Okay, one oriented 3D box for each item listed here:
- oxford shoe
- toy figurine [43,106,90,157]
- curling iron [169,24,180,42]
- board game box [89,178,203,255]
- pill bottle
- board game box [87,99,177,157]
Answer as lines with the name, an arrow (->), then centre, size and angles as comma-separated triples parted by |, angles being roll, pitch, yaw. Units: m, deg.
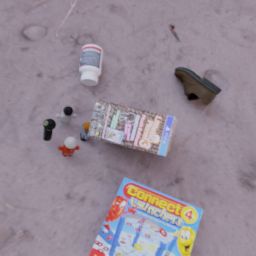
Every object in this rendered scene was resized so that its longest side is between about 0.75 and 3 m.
oxford shoe -> 2.400, -1.637, 10.786 | 1.008, 0.868, 2.388 | -56, 39, 15
toy figurine -> -2.068, 0.081, 9.617 | 1.481, 1.031, 1.458 | 40, 53, 6
curling iron -> 2.180, -4.424, 12.980 | 0.281, 0.145, 1.135 | -14, 61, -8
board game box -> 0.548, 3.173, 8.250 | 2.624, 0.733, 2.569 | 20, 62, 11
pill bottle -> -1.517, -2.518, 11.379 | 0.892, 0.892, 1.492 | 3, 73, 2
board game box -> 0.234, -0.012, 9.137 | 2.467, 1.967, 1.195 | 14, 93, 10
